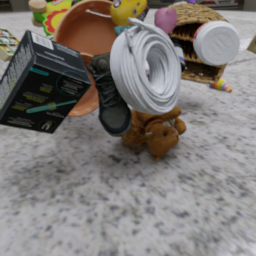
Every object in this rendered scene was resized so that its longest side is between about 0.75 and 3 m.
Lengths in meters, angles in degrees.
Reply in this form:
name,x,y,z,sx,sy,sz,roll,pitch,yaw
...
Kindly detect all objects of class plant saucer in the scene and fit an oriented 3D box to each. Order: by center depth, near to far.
name,x,y,z,sx,sy,sz,roll,pitch,yaw
plant saucer,-1.524,-1.284,8.434,1.953,1.953,0.365,-17,31,-27
plant saucer,-1.003,-2.478,8.983,3.000,3.000,0.562,-18,25,-29

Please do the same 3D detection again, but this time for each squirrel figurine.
name,x,y,z,sx,sy,sz,roll,pitch,yaw
squirrel figurine,0.737,0.082,9.283,2.344,1.659,2.188,-8,38,15

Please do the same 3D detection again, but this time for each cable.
name,x,y,z,sx,sy,sz,roll,pitch,yaw
cable,0.520,-1.456,7.163,0.786,2.272,2.271,-3,4,40

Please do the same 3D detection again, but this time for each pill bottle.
name,x,y,z,sx,sy,sz,roll,pitch,yaw
pill bottle,2.096,-2.042,6.744,0.985,0.985,1.798,5,20,9
pill bottle,1.377,-2.169,8.498,0.569,0.569,1.018,-3,65,-5

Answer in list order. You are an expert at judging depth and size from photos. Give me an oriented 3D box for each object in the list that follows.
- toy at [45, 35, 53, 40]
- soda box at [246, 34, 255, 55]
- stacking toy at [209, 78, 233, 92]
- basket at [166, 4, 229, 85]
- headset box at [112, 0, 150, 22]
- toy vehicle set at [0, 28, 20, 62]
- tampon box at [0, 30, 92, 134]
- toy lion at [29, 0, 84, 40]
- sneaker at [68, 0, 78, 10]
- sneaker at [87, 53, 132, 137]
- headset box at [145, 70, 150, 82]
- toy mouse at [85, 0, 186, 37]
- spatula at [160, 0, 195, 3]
name,x,y,z,sx,sy,sz,roll,pitch,yaw
toy,-2.292,-2.080,9.175,1.145,1.988,0.469,-14,7,3
soda box,4.478,-2.950,9.389,0.553,0.522,1.632,30,5,11
stacking toy,4.700,-2.121,13.920,0.652,0.690,1.189,-24,48,-35
basket,2.527,-3.133,10.537,2.832,2.021,2.110,9,62,-16
headset box,-0.040,-4.632,11.409,0.722,1.869,1.391,24,-2,43
toy vehicle set,-4.078,-2.796,9.302,1.310,0.280,2.109,43,13,-10
tampon box,-2.068,-0.972,6.624,1.432,1.910,1.206,15,41,-41
toy lion,-2.135,-4.019,10.351,2.508,0.898,2.616,36,56,12
sneaker,-1.931,-4.213,9.784,0.326,0.463,0.872,-24,12,27
sneaker,-0.524,-0.983,7.261,0.921,1.381,2.410,-12,61,9
headset box,1.342,-2.475,14.408,1.223,0.635,1.644,9,32,16
toy mouse,0.532,-2.905,8.363,2.744,0.531,2.439,-6,-17,25
spatula,1.342,-3.483,7.498,1.494,0.422,0.154,-28,5,-34
